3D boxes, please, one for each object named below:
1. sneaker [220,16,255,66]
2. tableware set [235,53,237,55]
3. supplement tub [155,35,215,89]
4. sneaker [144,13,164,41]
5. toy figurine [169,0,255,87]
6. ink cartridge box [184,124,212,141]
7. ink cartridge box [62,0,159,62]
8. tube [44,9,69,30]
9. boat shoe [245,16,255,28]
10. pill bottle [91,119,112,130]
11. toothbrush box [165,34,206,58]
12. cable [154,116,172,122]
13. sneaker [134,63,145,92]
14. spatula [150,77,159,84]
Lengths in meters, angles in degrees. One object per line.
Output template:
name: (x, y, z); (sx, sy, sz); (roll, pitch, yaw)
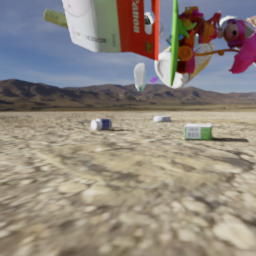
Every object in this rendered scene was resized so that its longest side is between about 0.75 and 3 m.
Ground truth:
sneaker: (3.059, -2.001, 6.640); (2.158, 0.788, 0.764); (28, 38, -22)
tableware set: (3.782, -2.573, 9.498); (0.132, 0.948, 1.134); (-11, 5, 37)
supplement tub: (2.141, -2.552, 10.440); (2.004, 1.457, 1.457); (-41, 24, -24)
sneaker: (0.662, -3.344, 9.303); (1.000, 0.969, 2.738); (-9, 32, 11)
toy figurine: (1.601, -1.592, 5.155); (1.601, 1.739, 1.306); (2, -19, 7)
ink cartridge box: (2.281, 0.111, 8.986); (0.774, 0.442, 1.490); (2, 5, 20)
ink cartridge box: (-0.522, -2.778, 6.627); (0.768, 2.188, 2.691); (-36, 51, -28)
tube: (-2.055, -3.607, 9.484); (1.577, 0.409, 0.458); (20, -31, 3)
boat shoe: (4.124, -2.887, 9.047); (0.793, 0.837, 2.210); (2, 46, 20)
pill bottle: (-1.125, -0.141, 11.843); (0.835, 0.483, 0.483); (-5, 7, -43)
toothbrush box: (1.835, -2.640, 8.899); (0.775, 1.059, 0.452); (-41, -2, 21)
cable: (2.133, -0.553, 17.555); (1.054, 0.365, 1.054); (-1, 5, -8)
sneaker: (0.421, -1.758, 9.889); (0.414, 1.119, 0.459); (2, -30, 10)
spatula: (1.251, -2.114, 11.632); (0.265, 0.096, 0.939); (32, 54, 28)
